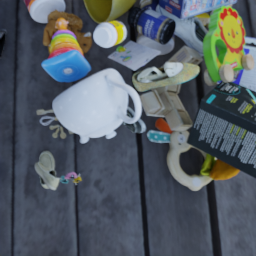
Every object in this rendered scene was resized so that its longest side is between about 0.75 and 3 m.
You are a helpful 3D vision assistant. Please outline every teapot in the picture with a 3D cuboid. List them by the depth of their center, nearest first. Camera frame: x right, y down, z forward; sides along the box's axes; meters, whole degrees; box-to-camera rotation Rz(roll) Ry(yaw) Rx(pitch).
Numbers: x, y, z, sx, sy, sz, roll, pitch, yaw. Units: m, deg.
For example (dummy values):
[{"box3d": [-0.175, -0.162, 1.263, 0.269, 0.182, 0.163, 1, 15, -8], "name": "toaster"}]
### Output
[{"box3d": [-0.897, -0.522, 8.490, 2.465, 2.498, 1.824, -30, 95, 3], "name": "teapot"}]

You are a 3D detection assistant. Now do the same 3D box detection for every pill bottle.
[{"box3d": [-0.491, -2.457, 7.355, 0.608, 1.113, 0.608, 8, 116, 16], "name": "pill bottle"}, {"box3d": [0.709, -3.246, 8.786, 1.429, 0.799, 0.799, 33, 80, 23], "name": "pill bottle"}, {"box3d": [1.037, -3.982, 10.081, 1.332, 1.332, 2.399, 5, 78, 1], "name": "pill bottle"}, {"box3d": [-3.360, -5.215, 10.336, 1.316, 1.316, 2.305, -25, 80, -5], "name": "pill bottle"}]

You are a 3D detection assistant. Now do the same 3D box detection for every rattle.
[{"box3d": [1.892, 0.613, 8.876, 1.754, 1.925, 2.694, -33, 83, -1], "name": "rattle"}]

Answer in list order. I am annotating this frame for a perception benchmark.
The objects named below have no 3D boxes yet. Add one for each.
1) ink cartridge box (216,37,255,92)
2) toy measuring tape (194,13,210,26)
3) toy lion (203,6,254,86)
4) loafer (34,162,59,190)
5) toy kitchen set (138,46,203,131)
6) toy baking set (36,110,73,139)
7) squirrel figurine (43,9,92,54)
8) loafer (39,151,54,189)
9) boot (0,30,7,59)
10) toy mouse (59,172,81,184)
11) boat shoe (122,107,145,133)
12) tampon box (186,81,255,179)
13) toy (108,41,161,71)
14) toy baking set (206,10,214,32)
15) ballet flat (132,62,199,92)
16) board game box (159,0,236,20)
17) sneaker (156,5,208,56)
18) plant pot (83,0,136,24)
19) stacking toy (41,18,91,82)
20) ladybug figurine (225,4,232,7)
[{"box3d": [4.031, -2.172, 9.558, 1.701, 0.373, 1.717, 19, 108, 22], "name": "ink cartridge box"}, {"box3d": [2.792, -4.236, 10.489, 2.141, 0.788, 0.788, -2, 78, -14], "name": "toy measuring tape"}, {"box3d": [2.971, -2.588, 8.550, 2.207, 0.758, 2.115, -29, 104, -37], "name": "toy lion"}, {"box3d": [-2.288, 1.315, 8.017, 0.376, 0.416, 1.100, -46, 58, -4], "name": "loafer"}, {"box3d": [1.502, -1.204, 8.713, 1.822, 1.648, 2.019, -40, 63, 36], "name": "toy kitchen set"}, {"box3d": [-2.387, -0.269, 9.626, 1.427, 0.166, 1.095, 47, 57, -1], "name": "toy baking set"}, {"box3d": [-2.090, -3.415, 10.074, 1.593, 1.208, 1.707, 3, 80, -5], "name": "squirrel figurine"}, {"box3d": [-2.747, 1.399, 9.434, 0.483, 0.436, 1.277, -8, 79, -2], "name": "loafer"}, {"box3d": [-5.583, -2.740, 10.105, 1.979, 0.787, 2.273, 13, 76, 3], "name": "boot"}, {"box3d": [-1.789, 1.491, 8.411, 0.807, 0.908, 0.176, 9, 59, -28], "name": "toy mouse"}, {"box3d": [0.014, -0.293, 9.248, 0.440, 0.488, 1.381, -11, 36, -32], "name": "boat shoe"}, {"box3d": [3.272, 0.012, 7.887, 2.448, 1.545, 1.834, 29, 40, 23], "name": "tampon box"}, {"box3d": [0.184, -2.147, 8.666, 0.986, 0.404, 1.712, -37, 42, -11], "name": "toy"}, {"box3d": [3.061, -4.029, 10.680, 1.435, 0.167, 1.102, 0, 78, 0], "name": "toy baking set"}, {"box3d": [0.977, -1.498, 7.844, 1.929, 0.682, 0.682, -11, 77, 28], "name": "ballet flat"}, {"box3d": [2.127, -4.407, 8.960, 2.510, 0.775, 2.511, -15, 43, -18], "name": "board game box"}, {"box3d": [1.941, -3.367, 9.145, 2.292, 0.812, 0.837, 39, 67, -8], "name": "sneaker"}, {"box3d": [-0.505, -4.987, 10.086, 1.536, 2.164, 2.164, -22, 78, -28], "name": "plant pot"}, {"box3d": [-2.038, -2.638, 8.909, 1.248, 1.180, 2.150, -19, 65, 11], "name": "stacking toy"}, {"box3d": [3.104, -5.009, 9.963, 1.301, 0.690, 1.917, -42, 114, -34], "name": "ladybug figurine"}]
